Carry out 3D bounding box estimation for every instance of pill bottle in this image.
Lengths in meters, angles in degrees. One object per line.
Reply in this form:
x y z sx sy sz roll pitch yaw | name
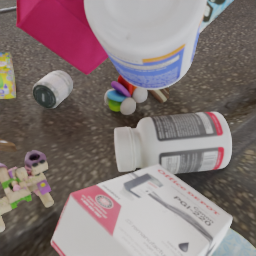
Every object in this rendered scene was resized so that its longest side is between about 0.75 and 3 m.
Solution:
0.937 0.384 6.383 2.422 1.341 1.341 -5 38 -6 | pill bottle
0.324 -1.309 4.052 1.339 1.339 2.390 6 -4 8 | pill bottle

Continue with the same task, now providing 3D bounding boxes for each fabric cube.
-1.351 -3.357 7.569 2.351 2.343 2.306 -36 50 22 | fabric cube

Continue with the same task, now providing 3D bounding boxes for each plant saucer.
-2.388 0.270 5.036 0.773 0.114 0.773 17 -3 1 | plant saucer

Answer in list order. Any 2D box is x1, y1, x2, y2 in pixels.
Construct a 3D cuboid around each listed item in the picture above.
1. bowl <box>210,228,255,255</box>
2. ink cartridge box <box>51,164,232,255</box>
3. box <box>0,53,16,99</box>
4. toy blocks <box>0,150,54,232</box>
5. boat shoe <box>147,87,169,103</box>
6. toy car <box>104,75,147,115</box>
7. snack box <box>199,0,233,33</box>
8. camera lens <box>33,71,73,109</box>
0.842 2.443 3.806 2.152 1.158 2.152 3 43 -2 | bowl
0.241 1.105 3.053 1.204 0.701 1.654 34 22 30 | ink cartridge box
-4.658 -1.707 9.278 1.604 0.978 1.545 -8 38 -18 | box
-2.320 0.990 5.524 1.329 1.423 1.197 -23 49 -27 | toy blocks
0.894 -1.912 9.330 1.028 1.026 2.778 -39 38 14 | boat shoe
-0.133 -1.112 8.468 1.283 0.962 1.122 -45 53 -13 | toy car
1.925 -3.547 8.354 1.299 0.415 2.236 46 77 0 | snack box
-2.360 -1.213 8.807 0.898 0.898 1.122 12 38 15 | camera lens
